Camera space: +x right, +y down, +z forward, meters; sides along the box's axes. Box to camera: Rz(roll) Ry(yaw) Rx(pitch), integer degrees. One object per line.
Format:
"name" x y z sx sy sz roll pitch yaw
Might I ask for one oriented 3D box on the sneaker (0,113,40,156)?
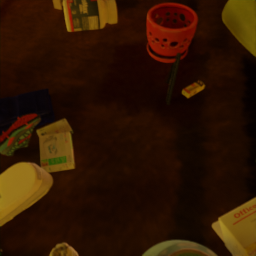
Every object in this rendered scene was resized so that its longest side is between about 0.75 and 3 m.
"sneaker" -2.892 0.188 7.547 1.414 0.675 0.561 -41 46 -10

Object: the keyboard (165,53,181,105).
"keyboard" 1.281 -1.503 8.469 0.300 1.515 0.789 13 21 4

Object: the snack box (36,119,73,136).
"snack box" -2.091 0.114 7.970 0.887 0.164 0.515 -25 56 -18

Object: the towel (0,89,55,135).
"towel" -3.200 -0.534 8.288 1.871 0.464 1.382 -15 54 -11

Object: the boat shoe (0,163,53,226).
"boat shoe" -2.913 1.731 6.044 2.833 0.970 1.020 -39 62 0

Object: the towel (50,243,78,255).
"towel" -0.935 3.448 3.889 1.277 2.471 2.984 18 54 6

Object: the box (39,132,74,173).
"box" -1.852 0.645 7.313 0.801 0.439 0.907 -8 62 -7

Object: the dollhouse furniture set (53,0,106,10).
"dollhouse furniture set" -1.979 -6.023 11.997 2.133 1.417 1.869 20 54 15

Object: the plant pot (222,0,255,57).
"plant pot" 4.876 -3.418 9.662 2.345 2.345 2.506 -14 69 -10

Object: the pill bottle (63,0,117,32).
"pill bottle" -1.464 -4.461 10.934 1.965 1.175 1.175 -9 52 -7

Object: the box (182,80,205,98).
"box" 2.114 -1.254 9.029 0.766 0.192 0.288 -29 57 -21

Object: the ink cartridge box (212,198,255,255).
"ink cartridge box" 2.807 2.100 5.130 1.550 0.914 2.693 -26 29 -7

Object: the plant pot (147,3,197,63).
"plant pot" 1.455 -3.217 9.727 1.668 1.519 1.668 0 51 0

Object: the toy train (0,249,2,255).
"toy train" -3.092 2.757 5.873 0.837 0.175 0.236 -24 40 -25

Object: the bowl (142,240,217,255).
"bowl" 1.067 2.997 5.100 2.157 1.128 2.157 0 52 0
